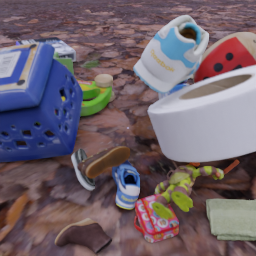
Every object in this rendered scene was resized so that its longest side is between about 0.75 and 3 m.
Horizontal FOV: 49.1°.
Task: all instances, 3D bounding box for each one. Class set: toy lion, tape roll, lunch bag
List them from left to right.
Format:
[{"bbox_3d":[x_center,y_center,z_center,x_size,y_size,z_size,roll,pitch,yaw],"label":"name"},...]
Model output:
[{"bbox_3d":[-1.872,-0.870,8.485,2.424,0.832,2.323,10,41,14],"label":"toy lion"},{"bbox_3d":[0.445,1.585,4.933,0.710,0.330,0.806,-13,35,-11],"label":"lunch bag"},{"bbox_3d":[1.916,-0.392,5.787,2.946,1.030,2.946,-20,12,4],"label":"tape roll"}]

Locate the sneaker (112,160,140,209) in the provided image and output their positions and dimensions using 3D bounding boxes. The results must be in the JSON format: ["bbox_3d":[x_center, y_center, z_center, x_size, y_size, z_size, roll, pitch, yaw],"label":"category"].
[{"bbox_3d":[-0.012,0.975,5.584,0.486,0.541,1.315,9,29,-16],"label":"sneaker"}]

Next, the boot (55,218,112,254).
[{"bbox_3d":[-0.726,1.825,4.571,0.762,0.276,0.634,-23,37,-37],"label":"boot"}]

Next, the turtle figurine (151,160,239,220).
[{"bbox_3d":[1.022,0.945,4.919,1.720,0.554,1.387,-22,8,32],"label":"turtle figurine"}]

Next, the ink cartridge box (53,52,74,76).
[{"bbox_3d":[-2.951,-2.019,9.784,2.231,1.158,0.661,1,34,2],"label":"ink cartridge box"}]

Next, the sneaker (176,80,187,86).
[{"bbox_3d":[1.314,-1.698,9.788,1.563,0.777,0.543,14,80,26],"label":"sneaker"}]

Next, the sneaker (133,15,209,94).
[{"bbox_3d":[1.212,-1.731,6.053,1.131,1.194,2.955,40,36,-1],"label":"sneaker"}]

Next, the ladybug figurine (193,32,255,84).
[{"bbox_3d":[2.830,-1.708,7.927,1.481,2.183,0.785,39,26,-24],"label":"ladybug figurine"}]

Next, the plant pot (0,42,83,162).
[{"bbox_3d":[-2.362,-0.632,6.244,2.092,1.881,2.092,-7,50,9],"label":"plant pot"}]

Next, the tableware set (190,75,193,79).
[{"bbox_3d":[2.791,-2.014,10.762,0.845,0.117,1.012,12,35,17],"label":"tableware set"}]

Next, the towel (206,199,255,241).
[{"bbox_3d":[2.000,1.606,4.978,1.155,0.211,0.857,2,34,3],"label":"towel"}]

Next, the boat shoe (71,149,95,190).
[{"bbox_3d":[-0.897,0.844,5.812,0.329,0.296,0.931,14,38,-53],"label":"boat shoe"}]

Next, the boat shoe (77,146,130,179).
[{"bbox_3d":[-0.473,0.604,5.510,1.134,0.399,0.399,-20,26,-39],"label":"boat shoe"}]

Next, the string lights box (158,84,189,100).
[{"bbox_3d":[1.431,-1.044,8.639,0.974,0.500,0.287,-11,12,-22],"label":"string lights box"}]

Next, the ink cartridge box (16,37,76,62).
[{"bbox_3d":[-4.019,-3.343,12.433,2.667,0.579,2.642,-18,37,-24],"label":"ink cartridge box"}]

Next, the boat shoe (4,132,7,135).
[{"bbox_3d":[-3.771,0.177,6.730,0.773,0.733,2.042,10,34,16],"label":"boat shoe"}]
